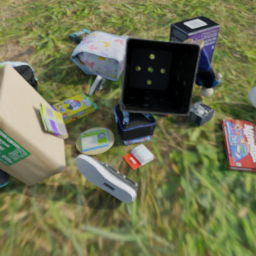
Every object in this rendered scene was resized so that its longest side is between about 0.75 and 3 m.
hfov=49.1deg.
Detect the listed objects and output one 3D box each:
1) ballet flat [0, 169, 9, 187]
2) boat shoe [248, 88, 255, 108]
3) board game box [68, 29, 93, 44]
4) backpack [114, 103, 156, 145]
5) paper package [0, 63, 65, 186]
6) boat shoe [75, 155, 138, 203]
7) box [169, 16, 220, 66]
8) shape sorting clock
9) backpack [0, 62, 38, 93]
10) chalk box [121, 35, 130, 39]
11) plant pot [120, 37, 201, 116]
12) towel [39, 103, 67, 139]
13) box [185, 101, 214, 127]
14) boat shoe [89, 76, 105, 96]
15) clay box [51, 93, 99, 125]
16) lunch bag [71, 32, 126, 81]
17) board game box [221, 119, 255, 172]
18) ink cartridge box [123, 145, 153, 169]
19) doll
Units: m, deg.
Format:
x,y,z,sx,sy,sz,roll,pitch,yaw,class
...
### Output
x,y,z,sx,sy,sz,roll,pitch,yaw,class
-5.008,1.882,8.543,2.632,0.962,0.962,-31,52,-28,ballet flat
5.953,-0.749,11.130,0.931,1.025,2.788,-18,45,-41,boat shoe
-2.437,-5.295,16.548,1.862,0.262,1.259,33,53,30,board game box
0.178,-0.298,10.736,1.441,1.062,1.578,-13,46,-13,backpack
-3.473,-0.040,8.909,1.530,2.958,2.820,-28,44,8,paper package
-0.646,1.487,8.670,2.159,0.741,0.611,36,40,0,boat shoe
2.966,-3.689,13.223,1.866,2.521,1.315,-23,48,-21,box
-1.230,0.492,10.426,1.431,0.281,1.431,-5,45,6,shape sorting clock
-4.982,-1.598,11.309,2.253,2.391,2.930,13,37,33,backpack
-0.181,-4.861,15.871,0.586,0.583,0.941,23,48,25,chalk box
0.966,-2.015,10.495,2.503,2.497,2.220,4,19,-6,plant pot
-2.453,-0.212,9.271,0.161,1.418,1.019,-22,74,7,towel
2.916,-0.586,11.456,0.825,0.511,0.811,-31,53,-28,box
-1.368,-1.788,12.359,0.394,1.161,0.416,21,42,-18,boat shoe
-2.206,-0.861,11.748,1.743,0.415,1.002,-28,53,-22,clay box
-1.319,-3.629,13.911,2.459,1.563,2.085,17,47,3,lunch bag
4.250,0.595,10.415,1.247,0.236,2.422,6,44,5,board game box
0.358,1.018,9.988,0.866,0.205,0.693,-24,49,-25,ink cartridge box
2.988,-2.376,11.677,0.674,2.780,1.897,-47,41,-15,doll
